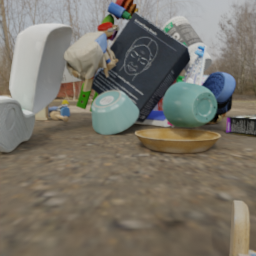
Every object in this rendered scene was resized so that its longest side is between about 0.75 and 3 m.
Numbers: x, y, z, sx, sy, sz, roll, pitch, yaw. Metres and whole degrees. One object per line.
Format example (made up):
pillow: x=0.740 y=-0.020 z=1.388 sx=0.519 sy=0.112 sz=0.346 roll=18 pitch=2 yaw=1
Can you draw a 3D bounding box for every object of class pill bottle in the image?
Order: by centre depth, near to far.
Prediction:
pill bottle: x=2.059 y=-2.874 z=9.955 sx=1.120 sy=1.981 sz=1.120 roll=-23 pitch=-22 yaw=-10

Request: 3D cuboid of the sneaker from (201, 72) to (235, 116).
sneaker: x=2.602 y=-0.891 z=7.974 sx=1.007 sy=0.907 sz=2.586 roll=9 pitch=-6 yaw=-3

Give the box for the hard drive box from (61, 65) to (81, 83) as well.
hard drive box: x=-2.102 y=-2.600 z=11.467 sx=1.648 sy=1.284 sz=0.633 roll=-7 pitch=41 yaw=-5

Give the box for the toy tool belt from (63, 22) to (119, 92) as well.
toy tool belt: x=-0.878 y=-1.963 z=7.758 sx=1.208 sy=1.189 sz=1.935 roll=8 pitch=45 yaw=28

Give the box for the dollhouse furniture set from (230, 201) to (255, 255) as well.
dollhouse furniture set: x=1.201 y=0.437 z=1.251 sx=1.411 sy=0.999 sz=1.536 roll=2 pitch=7 yaw=17

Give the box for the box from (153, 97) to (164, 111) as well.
box: x=1.366 y=-1.198 z=13.520 sx=1.226 sy=1.281 sz=2.569 roll=-3 pitch=8 yaw=-23

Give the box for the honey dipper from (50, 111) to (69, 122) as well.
honey dipper: x=-2.662 y=-0.413 z=10.986 sx=0.357 sy=0.357 sz=1.881 roll=-4 pitch=9 yaw=-29

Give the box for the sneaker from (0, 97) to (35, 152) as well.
sneaker: x=-2.873 y=-0.168 z=5.444 sx=1.569 sy=0.979 sz=2.660 roll=13 pitch=-4 yaw=-8

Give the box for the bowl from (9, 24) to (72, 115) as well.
bowl: x=-2.337 y=-1.675 z=7.401 sx=0.851 sy=2.277 sz=2.281 roll=17 pitch=22 yaw=-3

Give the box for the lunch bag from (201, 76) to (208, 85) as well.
lunch bag: x=3.587 y=-1.535 z=13.486 sx=1.661 sy=1.959 sz=1.245 roll=1 pitch=7 yaw=15

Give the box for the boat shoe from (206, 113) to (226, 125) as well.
boat shoe: x=3.144 y=-0.363 z=10.159 sx=1.407 sy=0.532 sz=0.520 roll=-15 pitch=20 yaw=-34

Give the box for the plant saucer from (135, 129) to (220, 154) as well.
plant saucer: x=0.976 y=0.254 z=5.649 sx=1.682 sy=0.298 sz=1.682 roll=0 pitch=7 yaw=0

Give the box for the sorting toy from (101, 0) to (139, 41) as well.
sorting toy: x=-0.260 y=-3.664 z=9.507 sx=0.827 sy=2.014 sz=1.210 roll=30 pitch=-6 yaw=1

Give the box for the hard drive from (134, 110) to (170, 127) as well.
hard drive: x=0.957 y=-0.395 z=10.487 sx=1.603 sy=0.308 sz=2.429 roll=-12 pitch=13 yaw=-40

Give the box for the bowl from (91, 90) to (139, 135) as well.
bowl: x=-0.447 y=-0.525 z=7.660 sx=1.368 sy=0.716 sz=1.368 roll=-13 pitch=37 yaw=10

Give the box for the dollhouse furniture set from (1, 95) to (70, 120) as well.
dollhouse furniture set: x=-4.093 y=-1.264 z=12.718 sx=2.337 sy=1.615 sz=2.476 roll=1 pitch=7 yaw=7

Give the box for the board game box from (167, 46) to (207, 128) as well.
board game box: x=1.630 y=-1.145 z=7.956 sx=0.232 sy=1.794 sz=1.795 roll=18 pitch=-26 yaw=-5

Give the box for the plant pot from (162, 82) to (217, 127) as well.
plant pot: x=1.349 y=-0.455 z=5.854 sx=0.994 sy=0.994 sz=0.797 roll=-3 pitch=10 yaw=-26

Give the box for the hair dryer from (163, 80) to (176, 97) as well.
hair dryer: x=1.667 y=-1.511 z=10.686 sx=1.799 sy=0.642 sz=2.362 roll=24 pitch=28 yaw=-6

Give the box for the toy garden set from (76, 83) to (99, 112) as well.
toy garden set: x=-0.674 y=-1.296 z=10.285 sx=2.109 sy=1.758 sz=0.421 roll=19 pitch=5 yaw=17

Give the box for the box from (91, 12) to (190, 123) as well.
box: x=0.355 y=-1.824 z=8.978 sx=2.002 sy=2.697 sz=1.444 roll=40 pitch=9 yaw=14

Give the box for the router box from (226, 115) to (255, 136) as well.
router box: x=3.841 y=-0.085 z=7.660 sx=1.883 sy=0.481 sz=1.404 roll=-5 pitch=9 yaw=-36
